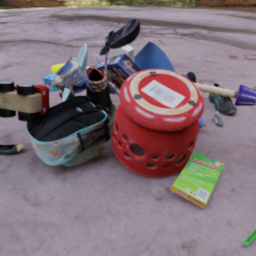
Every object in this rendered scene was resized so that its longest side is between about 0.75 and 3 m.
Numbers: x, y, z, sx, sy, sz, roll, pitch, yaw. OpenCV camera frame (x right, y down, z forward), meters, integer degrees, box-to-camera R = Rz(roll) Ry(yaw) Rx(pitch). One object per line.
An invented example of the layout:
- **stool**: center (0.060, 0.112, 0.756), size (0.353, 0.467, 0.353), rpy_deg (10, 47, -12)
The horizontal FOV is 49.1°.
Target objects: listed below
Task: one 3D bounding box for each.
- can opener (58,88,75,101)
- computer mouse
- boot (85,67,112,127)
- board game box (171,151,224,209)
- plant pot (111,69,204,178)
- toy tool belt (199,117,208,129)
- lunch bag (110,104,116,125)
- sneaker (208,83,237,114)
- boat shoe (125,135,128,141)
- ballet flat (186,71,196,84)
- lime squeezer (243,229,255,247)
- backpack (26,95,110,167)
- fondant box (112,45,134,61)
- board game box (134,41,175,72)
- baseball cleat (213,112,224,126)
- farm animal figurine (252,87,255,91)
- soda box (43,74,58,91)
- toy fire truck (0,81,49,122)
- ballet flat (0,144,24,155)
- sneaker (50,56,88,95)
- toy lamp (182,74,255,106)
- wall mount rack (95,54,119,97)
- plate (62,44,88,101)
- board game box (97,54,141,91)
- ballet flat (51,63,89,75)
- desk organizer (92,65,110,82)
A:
- **can opener**: center (-2.924, -1.796, 12.667), size (0.629, 0.507, 1.599), rpy_deg (-1, 44, -47)
- **computer mouse**: center (-0.171, -3.174, 9.838), size (1.826, 0.481, 1.264), rpy_deg (-15, 47, 45)
- **boot**: center (-1.155, -1.497, 10.944), size (1.006, 2.105, 2.787), rpy_deg (-5, 38, -4)
- **board game box**: center (2.176, 1.476, 8.524), size (1.018, 0.319, 2.130), rpy_deg (27, 38, 19)
- **plant pot**: center (0.933, -0.265, 8.828), size (2.799, 2.549, 2.799), rpy_deg (5, 47, -5)
- **toy tool belt**: center (2.599, -0.248, 11.075), size (1.007, 0.629, 0.619), rpy_deg (15, 1, -23)
- **lunch bag**: center (-1.085, -0.621, 12.076), size (1.111, 0.534, 1.386), rpy_deg (2, 32, 6)
- **sneaker**: center (4.368, -1.357, 13.076), size (0.811, 0.853, 2.152), rpy_deg (-5, 32, -12)
- **boat shoe**: center (0.214, -0.407, 11.235), size (0.849, 0.768, 2.382), rpy_deg (12, 45, 16)
- **ballet flat**: center (2.239, -1.514, 10.804), size (0.545, 1.595, 0.542), rpy_deg (-34, 66, -14)
- **lime squeezer**: center (3.906, 2.018, 7.257), size (0.550, 1.031, 2.918), rpy_deg (37, 75, 24)
- **backpack**: center (-2.042, 0.181, 9.368), size (2.414, 1.851, 2.122), rpy_deg (-21, 42, -28)
- **fondant box**: center (-0.264, -3.496, 14.061), size (1.093, 1.515, 0.441), rpy_deg (36, 59, 25)
- **board game box**: center (1.147, -2.198, 10.647), size (0.484, 1.963, 2.485), rpy_deg (-31, 2, -23)
- **baseball cleat**: center (3.780, -0.415, 11.827), size (0.301, 0.459, 0.863), rpy_deg (-17, 27, -3)
- **farm animal figurine**: center (6.837, -1.774, 13.915), size (1.326, 0.699, 1.341), rpy_deg (15, 34, 24)
- **soda box**: center (-3.768, -2.722, 15.561), size (0.643, 0.679, 2.003), rpy_deg (15, 33, 24)
- **toy fire truck**: center (-3.353, -0.910, 9.276), size (1.962, 1.434, 2.229), rpy_deg (9, 19, 16)
- **ballet flat**: center (-4.418, 0.714, 9.948), size (1.366, 0.388, 0.454), rpy_deg (-2, 30, -4)
- **sneaker**: center (-1.764, -1.415, 8.688), size (0.845, 0.934, 2.194), rpy_deg (-48, 14, -12)
- **toy lamp**: center (2.938, -1.229, 9.273), size (2.509, 0.730, 0.730), rpy_deg (17, 34, 19)
- **wall mount rack**: center (-0.827, -2.010, 11.037), size (0.717, 1.671, 1.923), rpy_deg (-43, 28, -11)
- **plate**: center (-1.890, -1.996, 10.333), size (0.289, 2.258, 2.258), rpy_deg (20, 24, -20)
- **board game box**: center (-0.094, -1.959, 11.067), size (0.488, 1.912, 2.823), rpy_deg (-50, 21, -7)
- **ballet flat**: center (-2.154, -2.420, 11.868), size (2.130, 0.714, 0.712), rpy_deg (15, 55, -9)
- **desk organizer**: center (-0.994, -3.201, 16.296), size (2.237, 0.802, 0.861), rpy_deg (-3, 28, -6)
